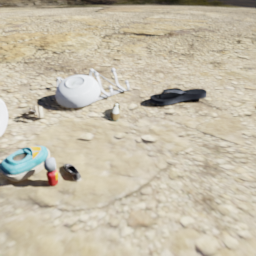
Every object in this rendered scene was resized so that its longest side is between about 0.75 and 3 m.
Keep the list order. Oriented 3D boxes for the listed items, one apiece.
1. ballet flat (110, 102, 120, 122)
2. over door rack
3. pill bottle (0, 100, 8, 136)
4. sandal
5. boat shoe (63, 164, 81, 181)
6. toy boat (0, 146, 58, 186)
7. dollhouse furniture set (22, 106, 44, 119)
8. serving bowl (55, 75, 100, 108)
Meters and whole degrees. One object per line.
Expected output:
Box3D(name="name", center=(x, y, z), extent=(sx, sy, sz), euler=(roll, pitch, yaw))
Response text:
Box3D(name="ballet flat", center=(-0.457, -0.664, 10.522), extent=(0.374, 0.399, 1.103), euler=(8, 30, 1))
Box3D(name="over door rack", center=(-1.649, -2.096, 12.519), extent=(2.115, 0.954, 2.863), euler=(-24, 37, -37))
Box3D(name="pill bottle", center=(-5.448, -0.443, 9.015), extent=(2.665, 1.516, 1.516), euler=(9, 31, 16))
Box3D(name="sandal", center=(2.030, -1.434, 11.610), extent=(2.466, 0.528, 0.938), euler=(-11, 26, -11))
Box3D(name="boat shoe", center=(-1.510, 1.126, 7.541), extent=(0.276, 0.235, 0.824), euler=(-21, 35, -32))
Box3D(name="toy boat", center=(-2.457, 0.918, 7.362), extent=(1.661, 0.772, 1.396), euler=(18, 34, 29))
Box3D(name="dollhouse furniture set", center=(-3.591, -0.493, 10.258), extent=(0.877, 0.428, 0.748), euler=(-11, -3, 10))
Box3D(name="serving bowl", center=(-2.069, -1.599, 11.276), extent=(1.840, 0.605, 1.840), euler=(-3, 44, 3))
